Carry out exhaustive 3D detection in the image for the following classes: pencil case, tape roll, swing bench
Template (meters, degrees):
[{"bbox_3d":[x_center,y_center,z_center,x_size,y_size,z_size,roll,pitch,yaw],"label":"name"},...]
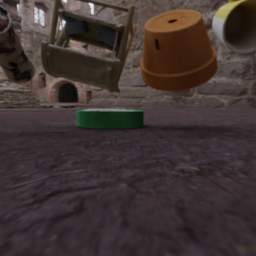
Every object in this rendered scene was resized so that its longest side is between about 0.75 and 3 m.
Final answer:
[{"bbox_3d":[-3.642,-2.362,8.484,1.006,1.156,2.585,-23,-20,-11],"label":"pencil case"},{"bbox_3d":[-0.725,-0.390,11.308,2.693,0.647,2.693,-1,5,0],"label":"tape roll"},{"bbox_3d":[-1.364,-2.915,9.865,2.734,2.748,1.783,14,-4,5],"label":"swing bench"}]

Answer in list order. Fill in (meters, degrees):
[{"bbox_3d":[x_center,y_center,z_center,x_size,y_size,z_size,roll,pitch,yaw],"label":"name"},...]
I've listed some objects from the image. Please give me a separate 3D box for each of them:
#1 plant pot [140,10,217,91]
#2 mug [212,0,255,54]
[{"bbox_3d":[1.662,-2.845,9.860,2.777,1.944,2.777,-11,38,8],"label":"plant pot"},{"bbox_3d":[2.788,-2.711,6.954,1.218,1.520,1.248,24,22,-16],"label":"mug"}]
